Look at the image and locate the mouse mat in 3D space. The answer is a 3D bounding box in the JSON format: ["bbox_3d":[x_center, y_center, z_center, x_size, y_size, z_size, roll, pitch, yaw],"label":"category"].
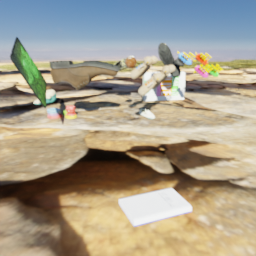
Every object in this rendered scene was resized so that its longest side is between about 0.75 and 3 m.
[{"bbox_3d":[-3.476,-2.019,9.992,0.097,2.073,2.576,-27,35,0],"label":"mouse mat"}]

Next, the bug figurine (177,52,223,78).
[{"bbox_3d":[3.015,-2.680,11.798,2.094,0.539,1.624,-12,53,-46],"label":"bug figurine"}]

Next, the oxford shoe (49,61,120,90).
[{"bbox_3d":[-1.681,-2.088,11.074,2.764,1.167,1.004,1,13,10],"label":"oxford shoe"}]

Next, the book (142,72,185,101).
[{"bbox_3d":[2.148,-2.548,17.042,2.558,1.709,0.615,-4,21,-11],"label":"book"}]

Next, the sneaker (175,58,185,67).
[{"bbox_3d":[2.413,-3.138,14.147,0.497,0.864,1.656,43,26,-5],"label":"sneaker"}]

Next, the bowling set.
[{"bbox_3d":[0.787,-2.416,11.191,1.338,1.735,2.493,-40,4,24],"label":"bowling set"}]

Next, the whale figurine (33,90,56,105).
[{"bbox_3d":[-4.756,-1.639,16.182,1.092,0.712,1.372,7,41,43],"label":"whale figurine"}]

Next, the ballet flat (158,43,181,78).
[{"bbox_3d":[1.856,-3.074,12.837,0.602,1.810,0.514,-28,-10,21],"label":"ballet flat"}]

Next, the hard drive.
[{"bbox_3d":[0.575,1.704,6.139,1.343,0.170,0.886,-7,19,-21],"label":"hard drive"}]

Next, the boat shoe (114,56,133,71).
[{"bbox_3d":[-0.239,-3.228,14.149,0.429,0.513,1.435,-12,-3,-40],"label":"boat shoe"}]

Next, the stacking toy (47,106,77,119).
[{"bbox_3d":[-3.187,-0.864,13.581,1.405,0.593,1.272,-1,18,-6],"label":"stacking toy"}]

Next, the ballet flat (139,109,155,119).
[{"bbox_3d":[0.865,-0.705,13.490,0.390,0.390,1.087,-12,22,-33],"label":"ballet flat"}]
